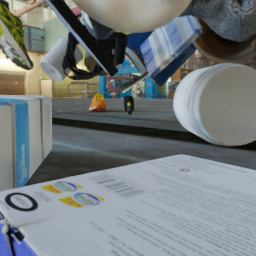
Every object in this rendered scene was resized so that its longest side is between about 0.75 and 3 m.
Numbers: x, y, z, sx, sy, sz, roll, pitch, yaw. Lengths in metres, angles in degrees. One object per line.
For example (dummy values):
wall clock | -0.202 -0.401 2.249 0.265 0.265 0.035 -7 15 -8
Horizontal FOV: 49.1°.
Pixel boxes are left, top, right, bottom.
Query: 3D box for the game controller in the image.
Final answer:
game controller | -0.462 -2.109 7.486 0.805 0.325 1.543 13 -14 -3

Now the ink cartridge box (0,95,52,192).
ink cartridge box | -1.976 0.072 3.582 1.667 0.962 2.297 -1 7 -7

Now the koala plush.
koala plush | 1.217 -2.631 5.160 2.301 2.115 2.041 -2 5 4

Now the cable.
cable | -1.367 -2.469 9.228 0.555 1.784 2.186 11 16 28

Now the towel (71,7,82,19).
towel | -1.551 -4.018 9.620 1.333 0.207 1.843 -28 32 -20

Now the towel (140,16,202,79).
towel | 1.005 -2.275 7.170 0.217 1.338 1.821 15 -41 -37

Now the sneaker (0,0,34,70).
sneaker | -3.203 -2.602 7.872 0.782 2.101 0.889 12 53 36

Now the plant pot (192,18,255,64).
plant pot | 3.134 -3.242 8.377 2.333 2.333 2.034 3 24 22

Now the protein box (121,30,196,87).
protein box | 1.145 -3.247 10.784 1.502 2.210 2.226 44 1 37

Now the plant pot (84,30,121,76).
plant pot | -1.018 -3.022 11.132 1.756 1.607 1.756 8 -33 5

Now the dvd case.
dvd case | -0.788 -1.477 4.117 0.149 1.212 1.699 -40 36 2

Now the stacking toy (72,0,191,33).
stacking toy | 0.279 -2.519 3.431 1.753 1.753 2.399 5 52 32

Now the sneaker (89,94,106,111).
sneaker | -1.665 -1.377 15.179 0.910 0.961 2.493 0 9 -11

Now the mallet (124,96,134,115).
mallet | 0.064 -0.914 13.869 0.522 0.835 2.537 -5 22 1

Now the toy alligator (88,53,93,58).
toy alligator | -0.927 -2.450 8.762 0.365 0.398 1.344 -15 14 13

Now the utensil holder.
utensil holder | -2.473 -2.505 10.396 1.081 1.271 1.081 26 -25 13

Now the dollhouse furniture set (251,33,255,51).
dollhouse furniture set | 3.784 -2.340 6.300 0.833 1.600 1.617 -36 43 -20

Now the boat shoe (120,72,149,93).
boat shoe | 0.147 -1.199 6.931 0.807 0.267 0.301 -35 7 0

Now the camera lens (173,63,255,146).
camera lens | 1.844 -0.497 5.769 1.550 1.550 1.937 0 8 -2

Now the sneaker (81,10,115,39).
sneaker | -0.621 -2.519 6.175 0.870 0.968 2.242 9 48 -17

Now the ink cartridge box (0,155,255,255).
ink cartridge box | 0.101 0.565 1.160 1.564 0.597 1.067 -4 8 -39
